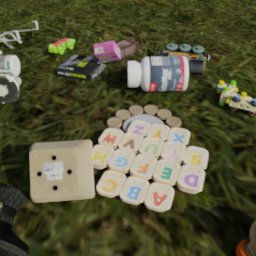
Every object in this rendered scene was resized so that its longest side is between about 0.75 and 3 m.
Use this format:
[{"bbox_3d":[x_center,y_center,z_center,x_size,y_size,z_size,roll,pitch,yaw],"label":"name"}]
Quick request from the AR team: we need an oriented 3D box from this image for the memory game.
[{"bbox_3d":[0.473,0.018,8.150,2.300,0.147,2.300,0,39,0],"label":"memory game"}]

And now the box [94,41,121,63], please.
[{"bbox_3d":[-0.785,-2.886,10.699,0.785,0.432,0.893,-7,-7,14],"label":"box"}]

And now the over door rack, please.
[{"bbox_3d":[-5.401,-4.108,13.012,2.259,0.752,1.669,-8,32,25],"label":"over door rack"}]

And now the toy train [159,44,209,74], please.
[{"bbox_3d":[2.258,-2.813,11.435,2.051,0.874,1.169,9,47,12],"label":"toy train"}]

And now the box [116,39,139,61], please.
[{"bbox_3d":[-0.216,-3.543,12.631,0.696,0.521,1.390,28,46,32],"label":"box"}]

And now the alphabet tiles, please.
[{"bbox_3d":[0.488,0.723,6.963,2.840,0.207,2.778,12,41,16],"label":"alphabet tiles"}]

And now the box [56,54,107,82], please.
[{"bbox_3d":[-1.831,-2.457,11.288,1.537,0.378,1.592,10,38,17],"label":"box"}]

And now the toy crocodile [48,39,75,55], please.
[{"bbox_3d":[-3.071,-3.826,12.972,0.589,0.539,1.745,18,40,22],"label":"toy crocodile"}]

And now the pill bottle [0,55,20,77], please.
[{"bbox_3d":[-5.036,-2.404,10.856,1.432,0.810,0.810,1,37,0],"label":"pill bottle"}]

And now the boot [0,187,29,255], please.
[{"bbox_3d":[-2.289,1.810,5.407,1.632,0.614,1.220,15,39,20],"label":"boot"}]

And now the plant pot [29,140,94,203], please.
[{"bbox_3d":[-1.397,0.898,5.696,1.309,1.310,1.160,-3,-5,-4],"label":"plant pot"}]

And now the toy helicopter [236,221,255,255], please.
[{"bbox_3d":[3.078,2.404,4.678,1.468,0.875,2.219,-15,49,-34],"label":"toy helicopter"}]

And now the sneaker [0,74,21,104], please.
[{"bbox_3d":[-5.036,-1.467,9.618,2.930,1.127,1.298,6,24,-1],"label":"sneaker"}]

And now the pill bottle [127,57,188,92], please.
[{"bbox_3d":[0.997,-1.871,9.816,2.020,1.208,1.208,-1,37,-1],"label":"pill bottle"}]

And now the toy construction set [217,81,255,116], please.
[{"bbox_3d":[3.766,-1.034,9.108,1.826,0.841,1.198,4,35,24],"label":"toy construction set"}]
